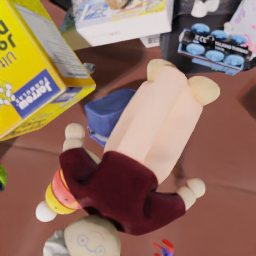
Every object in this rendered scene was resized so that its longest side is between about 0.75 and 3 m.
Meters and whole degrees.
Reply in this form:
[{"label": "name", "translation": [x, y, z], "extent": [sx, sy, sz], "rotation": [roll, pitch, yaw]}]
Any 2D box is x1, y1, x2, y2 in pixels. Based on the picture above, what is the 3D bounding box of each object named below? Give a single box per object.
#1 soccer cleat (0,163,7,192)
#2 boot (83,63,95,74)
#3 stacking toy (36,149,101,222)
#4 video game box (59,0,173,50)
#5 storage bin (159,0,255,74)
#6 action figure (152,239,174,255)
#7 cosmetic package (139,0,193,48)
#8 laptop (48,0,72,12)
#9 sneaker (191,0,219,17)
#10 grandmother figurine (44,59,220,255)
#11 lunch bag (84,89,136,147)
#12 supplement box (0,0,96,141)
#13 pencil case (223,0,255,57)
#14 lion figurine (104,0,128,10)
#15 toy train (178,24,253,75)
[{"label": "soccer cleat", "translation": [-2.284, 0.629, 3.892], "extent": [1.223, 0.413, 0.496], "rotation": [20, 26, -42]}, {"label": "boot", "translation": [-1.310, -1.812, 8.875], "extent": [0.367, 0.282, 0.767], "rotation": [7, 48, 14]}, {"label": "stacking toy", "translation": [-0.769, 0.844, 3.602], "extent": [1.075, 0.785, 0.785], "rotation": [-44, 53, 13]}, {"label": "video game box", "translation": [-0.168, -2.618, 5.811], "extent": [2.232, 0.522, 2.033], "rotation": [-4, 54, 21]}, {"label": "storage bin", "translation": [2.569, -2.924, 8.693], "extent": [2.987, 2.019, 1.400], "rotation": [-3, 49, -3]}, {"label": "action figure", "translation": [0.407, 1.728, 3.856], "extent": [0.467, 0.943, 0.308], "rotation": [26, 61, 29]}, {"label": "cosmetic package", "translation": [1.113, -4.392, 10.096], "extent": [1.842, 1.843, 2.234], "rotation": [-17, 51, -14]}, {"label": "laptop", "translation": [-1.538, -3.863, 6.732], "extent": [1.192, 2.046, 2.308], "rotation": [-42, 77, 18]}, {"label": "sneaker", "translation": [2.084, -3.308, 7.338], "extent": [0.400, 0.510, 1.026], "rotation": [33, 57, 26]}, {"label": "grandmother figurine", "translation": [0.001, 0.404, 2.877], "extent": [1.588, 0.793, 2.618], "rotation": [20, 60, 16]}, {"label": "lunch bag", "translation": [-0.280, -0.178, 6.927], "extent": [1.567, 1.037, 1.064], "rotation": [-25, 33, -23]}, {"label": "supplement box", "translation": [-2.084, -1.395, 4.631], "extent": [1.540, 1.530, 2.812], "rotation": [-34, 92, 14]}, {"label": "pencil case", "translation": [2.329, -2.125, 4.768], "extent": [0.925, 2.039, 0.848], "rotation": [36, 74, 13]}, {"label": "lion figurine", "translation": [0.057, -3.150, 4.949], "extent": [0.731, 1.235, 2.017], "rotation": [22, 66, 36]}, {"label": "toy train", "translation": [1.261, -1.149, 4.168], "extent": [1.082, 0.618, 0.469], "rotation": [15, 82, 1]}]
